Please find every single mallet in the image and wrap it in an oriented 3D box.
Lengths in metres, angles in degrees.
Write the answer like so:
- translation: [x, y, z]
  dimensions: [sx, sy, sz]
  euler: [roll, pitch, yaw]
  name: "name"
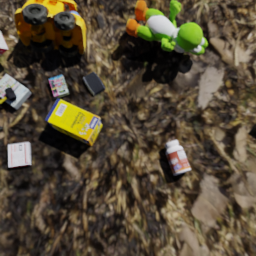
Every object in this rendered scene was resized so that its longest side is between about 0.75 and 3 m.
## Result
- translation: [-4.690, -0.959, 10.162]
  dimensions: [1.430, 0.294, 0.471]
  euler: [-27, 78, 14]
  name: "mallet"

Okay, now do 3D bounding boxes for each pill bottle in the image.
- translation: [1.657, 1.022, 9.595]
  dimensions: [0.621, 0.621, 1.107]
  euler: [-18, 75, -5]
  name: "pill bottle"

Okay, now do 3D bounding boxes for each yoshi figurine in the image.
- translation: [1.478, -3.541, 10.051]
  dimensions: [2.967, 1.668, 1.661]
  euler: [24, 41, 5]
  name: "yoshi figurine"

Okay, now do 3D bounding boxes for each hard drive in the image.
- translation: [-1.299, -1.689, 10.586]
  dimensions: [0.581, 0.182, 0.862]
  euler: [-32, 76, -6]
  name: "hard drive"

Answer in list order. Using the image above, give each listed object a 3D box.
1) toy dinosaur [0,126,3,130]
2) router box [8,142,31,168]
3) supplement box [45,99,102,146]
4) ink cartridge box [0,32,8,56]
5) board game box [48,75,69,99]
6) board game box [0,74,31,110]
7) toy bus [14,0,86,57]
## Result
- translation: [-4.876, 0.010, 10.064]
  dimensions: [0.552, 0.297, 1.253]
  euler: [27, 76, 22]
  name: "toy dinosaur"
- translation: [-3.815, 0.954, 9.833]
  dimensions: [0.725, 0.197, 0.808]
  euler: [-7, 74, -2]
  name: "router box"
- translation: [-1.864, -0.177, 9.785]
  dimensions: [1.660, 0.904, 0.909]
  euler: [24, 76, 7]
  name: "supplement box"
- translation: [-5.402, -3.023, 10.238]
  dimensions: [1.664, 0.694, 1.208]
  euler: [-26, 90, 22]
  name: "ink cartridge box"
- translation: [-2.608, -1.540, 10.526]
  dimensions: [0.554, 0.241, 0.751]
  euler: [-20, 75, -6]
  name: "board game box"
- translation: [-4.331, -1.335, 10.405]
  dimensions: [1.127, 0.362, 0.831]
  euler: [36, 77, 9]
  name: "board game box"
- translation: [-2.669, -4.157, 10.699]
  dimensions: [2.489, 1.689, 2.390]
  euler: [11, 58, 1]
  name: "toy bus"
